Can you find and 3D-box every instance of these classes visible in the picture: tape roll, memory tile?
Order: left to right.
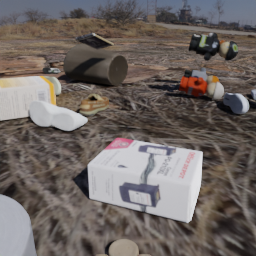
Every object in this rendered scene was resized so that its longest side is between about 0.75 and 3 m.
[{"bbox_3d":[-2.170,1.624,3.106,2.185,0.722,2.185,0,22,0],"label":"tape roll"},{"bbox_3d":[-0.193,1.939,3.113,1.225,0.134,1.598,19,29,40],"label":"memory tile"}]

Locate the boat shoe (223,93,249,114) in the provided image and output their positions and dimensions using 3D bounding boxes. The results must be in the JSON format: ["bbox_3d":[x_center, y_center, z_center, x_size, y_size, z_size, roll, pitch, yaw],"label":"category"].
[{"bbox_3d":[3.854,-0.919,9.746,0.546,0.633,1.759,1,19,0],"label":"boat shoe"}]

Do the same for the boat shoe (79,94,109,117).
[{"bbox_3d":[-1.125,-0.878,9.660,0.598,0.584,1.581,8,23,20],"label":"boat shoe"}]

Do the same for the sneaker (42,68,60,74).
[{"bbox_3d":[-4.461,-3.316,16.324,0.959,0.362,0.552,6,12,-5],"label":"sneaker"}]

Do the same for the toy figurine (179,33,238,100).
[{"bbox_3d":[3.238,-2.531,11.364,1.749,2.514,2.475,15,22,11],"label":"toy figurine"}]

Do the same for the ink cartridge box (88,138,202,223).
[{"bbox_3d":[0.362,0.845,5.050,1.768,0.746,1.280,8,23,20],"label":"ink cartridge box"}]

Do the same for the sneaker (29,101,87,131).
[{"bbox_3d":[-2.102,-0.359,8.413,1.904,0.717,0.843,19,18,25],"label":"sneaker"}]

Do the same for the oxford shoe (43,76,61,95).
[{"bbox_3d":[-3.228,-1.830,12.081,0.551,0.717,1.907,16,8,-39],"label":"oxford shoe"}]

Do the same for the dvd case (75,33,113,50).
[{"bbox_3d":[-1.377,-3.569,11.585,0.959,0.103,1.290,-1,-5,36],"label":"dvd case"}]

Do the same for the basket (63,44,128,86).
[{"bbox_3d":[-1.450,-3.070,13.800,2.580,1.755,2.326,20,41,33],"label":"basket"}]

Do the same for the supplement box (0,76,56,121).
[{"bbox_3d":[-4.018,-0.993,9.316,2.796,1.028,1.762,-10,24,-26],"label":"supplement box"}]

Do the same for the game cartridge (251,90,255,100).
[{"bbox_3d":[5.660,-1.297,11.224,1.303,0.264,0.869,6,26,14],"label":"game cartridge"}]
